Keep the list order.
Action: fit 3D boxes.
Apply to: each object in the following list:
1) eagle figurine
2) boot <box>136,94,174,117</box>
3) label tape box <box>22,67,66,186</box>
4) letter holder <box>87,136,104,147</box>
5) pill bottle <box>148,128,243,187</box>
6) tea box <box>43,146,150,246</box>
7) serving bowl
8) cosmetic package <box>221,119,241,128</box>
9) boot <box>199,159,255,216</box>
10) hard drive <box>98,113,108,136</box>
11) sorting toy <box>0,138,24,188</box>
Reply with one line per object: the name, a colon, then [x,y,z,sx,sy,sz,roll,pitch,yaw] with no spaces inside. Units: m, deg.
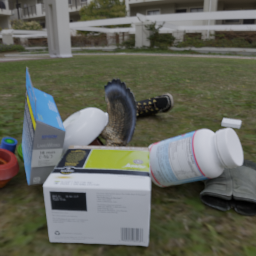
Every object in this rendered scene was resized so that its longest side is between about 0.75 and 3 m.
eagle figurine: [-0.477,-0.073,9.361,2.033,2.679,2.022,15,-13,38]
boot: [0.932,-1.088,14.602,2.010,0.977,2.670,-12,5,-26]
label tape box: [-2.443,-0.047,7.988,0.865,2.732,1.970,-1,34,-27]
letter holder: [-1.450,0.678,9.436,1.084,0.771,0.545,-37,1,4]
pill bottle: [1.839,0.839,8.044,2.523,1.372,1.372,-20,6,36]
tea box: [-0.607,1.575,7.133,2.333,1.559,2.295,2,20,4]
serving bowl: [-1.726,0.006,9.419,2.101,0.691,2.101,-31,24,16]
cosmetic package: [5.141,-0.226,13.956,0.861,0.223,0.649,10,21,24]
boot: [2.423,1.501,8.346,2.930,0.992,1.914,9,27,26]
hard drive: [-1.315,-0.197,13.751,1.540,0.312,2.335,-7,21,-19]
sorting toy: [-3.681,1.234,9.113,2.822,1.159,1.696,-5,34,-48]
